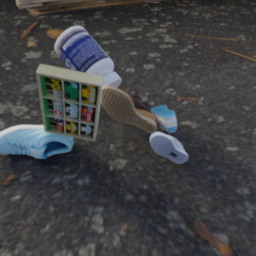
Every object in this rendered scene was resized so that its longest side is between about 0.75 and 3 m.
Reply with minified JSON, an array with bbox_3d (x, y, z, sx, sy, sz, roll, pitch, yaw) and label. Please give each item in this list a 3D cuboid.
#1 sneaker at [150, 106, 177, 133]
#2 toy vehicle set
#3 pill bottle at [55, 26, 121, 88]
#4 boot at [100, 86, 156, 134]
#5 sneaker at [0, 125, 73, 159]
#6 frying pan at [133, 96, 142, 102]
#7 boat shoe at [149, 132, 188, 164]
[{"bbox_3d":[1.190,-0.334,9.567,0.619,0.654,1.618,-17,21,-3],"label":"sneaker"},{"bbox_3d":[-1.654,-0.592,8.064,1.642,2.643,0.350,10,54,-4],"label":"toy vehicle set"},{"bbox_3d":[-1.553,-2.583,11.273,1.524,1.524,2.744,-35,80,-34],"label":"pill bottle"},{"bbox_3d":[-0.099,-0.773,9.101,2.276,0.824,1.893,36,14,-24],"label":"boot"},{"bbox_3d":[-3.076,0.531,9.072,2.636,0.974,1.080,-11,38,-11],"label":"sneaker"},{"bbox_3d":[0.083,-1.125,11.660,1.028,0.167,0.622,-9,40,-7],"label":"frying pan"},{"bbox_3d":[1.192,0.532,8.552,0.651,1.770,0.578,-32,44,18],"label":"boat shoe"}]
